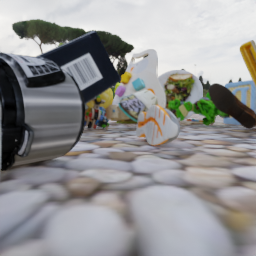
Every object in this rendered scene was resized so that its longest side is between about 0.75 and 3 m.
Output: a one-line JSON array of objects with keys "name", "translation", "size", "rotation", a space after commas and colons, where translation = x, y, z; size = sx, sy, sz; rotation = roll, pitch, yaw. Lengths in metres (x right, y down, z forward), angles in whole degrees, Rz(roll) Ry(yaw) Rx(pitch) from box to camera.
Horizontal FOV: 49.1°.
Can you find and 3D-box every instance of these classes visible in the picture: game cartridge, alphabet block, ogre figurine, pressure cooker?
[{"name": "game cartridge", "translation": [3.550, -0.973, 7.300], "size": [0.408, 2.217, 2.515], "rotation": [-24, -7, 23]}, {"name": "alphabet block", "translation": [4.791, -0.914, 10.492], "size": [1.686, 1.647, 1.656], "rotation": [0, 5, -20]}, {"name": "ogre figurine", "translation": [2.699, -0.673, 9.813], "size": [1.372, 1.123, 2.288], "rotation": [-3, -10, -42]}, {"name": "pressure cooker", "translation": [-1.116, -0.134, 2.627], "size": [1.043, 1.059, 1.186], "rotation": [-20, -8, 33]}]

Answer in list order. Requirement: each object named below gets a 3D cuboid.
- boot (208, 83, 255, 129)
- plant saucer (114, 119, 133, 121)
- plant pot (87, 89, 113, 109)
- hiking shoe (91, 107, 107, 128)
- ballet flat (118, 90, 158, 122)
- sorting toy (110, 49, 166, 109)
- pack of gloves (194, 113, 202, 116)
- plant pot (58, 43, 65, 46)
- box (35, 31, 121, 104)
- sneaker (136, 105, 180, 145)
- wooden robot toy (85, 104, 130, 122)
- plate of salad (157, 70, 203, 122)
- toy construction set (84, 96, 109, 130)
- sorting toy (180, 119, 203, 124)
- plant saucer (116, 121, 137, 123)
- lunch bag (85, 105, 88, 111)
[{"name": "boot", "translation": [3.179, -0.619, 8.201], "size": [0.570, 1.653, 1.774], "rotation": [-46, -18, 26]}, {"name": "plant saucer", "translation": [0.326, -0.429, 12.728], "size": [2.103, 0.310, 2.103], "rotation": [1, 1, 0]}, {"name": "plant pot", "translation": [-1.125, -1.215, 9.808], "size": [1.017, 1.017, 0.956], "rotation": [1, -11, 10]}, {"name": "hiking shoe", "translation": [-0.924, -0.399, 8.508], "size": [0.441, 0.379, 1.018], "rotation": [16, 25, -25]}, {"name": "ballet flat", "translation": [0.424, -0.676, 8.217], "size": [0.962, 0.962, 2.675], "rotation": [1, -2, 13]}, {"name": "sorting toy", "translation": [0.338, -1.994, 11.982], "size": [1.575, 2.654, 2.948], "rotation": [17, -5, -30]}, {"name": "pack of gloves", "translation": [2.771, -1.143, 13.750], "size": [2.703, 0.533, 2.271], "rotation": [19, 9, 29]}, {"name": "plant pot", "translation": [-1.987, -1.942, 8.943], "size": [1.394, 1.324, 1.394], "rotation": [15, -5, 1]}, {"name": "box", "translation": [-1.681, -1.001, 6.518], "size": [2.362, 1.265, 1.753], "rotation": [-12, 22, 49]}, {"name": "sneaker", "translation": [0.576, -0.034, 4.666], "size": [0.607, 0.616, 1.573], "rotation": [9, 3, -10]}, {"name": "wooden robot toy", "translation": [-1.288, -0.893, 10.817], "size": [2.962, 1.344, 1.305], "rotation": [-3, -5, -25]}, {"name": "plate of salad", "translation": [1.941, -1.445, 12.070], "size": [2.478, 2.478, 0.595], "rotation": [1, -16, 23]}, {"name": "toy construction set", "translation": [-1.018, -0.452, 7.456], "size": [0.991, 0.762, 0.827], "rotation": [2, -22, 5]}, {"name": "sorting toy", "translation": [2.719, -0.279, 11.672], "size": [1.029, 0.205, 1.392], "rotation": [-1, 4, -16]}, {"name": "plant saucer", "translation": [-0.035, -0.296, 12.380], "size": [1.018, 0.158, 1.018], "rotation": [0, 3, 0]}, {"name": "lunch bag", "translation": [-1.889, -0.608, 8.977], "size": [0.940, 0.789, 0.655], "rotation": [-44, 7, -24]}]
